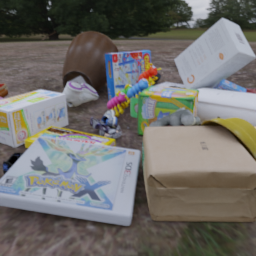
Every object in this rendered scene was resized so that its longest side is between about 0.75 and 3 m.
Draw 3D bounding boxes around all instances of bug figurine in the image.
[{"bbox_3d":[0.200,-1.443,10.548,2.188,0.726,2.822,-35,12,26],"label":"bug figurine"}]

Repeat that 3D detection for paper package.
[{"bbox_3d":[1.326,0.826,5.739,2.034,1.104,2.134,0,22,0],"label":"paper package"}]

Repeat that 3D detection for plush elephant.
[{"bbox_3d":[1.400,0.154,7.366,1.201,1.129,1.458,-13,10,26],"label":"plush elephant"}]

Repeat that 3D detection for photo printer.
[{"bbox_3d":[3.252,-0.726,9.851,2.737,0.950,2.277,13,24,29],"label":"photo printer"}]

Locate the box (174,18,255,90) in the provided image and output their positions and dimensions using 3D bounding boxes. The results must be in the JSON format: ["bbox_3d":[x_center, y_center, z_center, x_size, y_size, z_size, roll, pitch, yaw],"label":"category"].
[{"bbox_3d":[3.196,-2.614,10.638,1.196,1.526,2.454,0,-26,-40],"label":"box"}]

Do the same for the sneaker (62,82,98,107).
[{"bbox_3d":[-1.999,-1.320,11.430,0.743,0.988,1.984,45,19,22],"label":"sneaker"}]

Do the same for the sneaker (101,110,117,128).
[{"bbox_3d":[-0.696,-0.342,9.559,0.466,0.422,1.094,3,19,-18],"label":"sneaker"}]

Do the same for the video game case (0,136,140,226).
[{"bbox_3d":[-1.090,0.950,5.904,2.569,0.283,2.342,8,25,3],"label":"video game case"}]

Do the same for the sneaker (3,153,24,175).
[{"bbox_3d":[-2.530,0.770,6.736,0.426,0.473,1.214,5,22,14],"label":"sneaker"}]

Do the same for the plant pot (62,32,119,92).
[{"bbox_3d":[-1.954,-2.727,13.266,2.717,2.717,2.907,3,38,8],"label":"plant pot"}]

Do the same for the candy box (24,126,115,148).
[{"bbox_3d":[-1.623,0.436,7.812,2.292,0.303,1.172,10,28,24],"label":"candy box"}]

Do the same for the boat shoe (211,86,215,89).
[{"bbox_3d":[3.583,-2.113,13.196,0.841,1.008,2.701,-17,18,-1],"label":"boat shoe"}]

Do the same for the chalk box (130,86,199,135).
[{"bbox_3d":[1.040,-0.524,8.864,2.153,1.339,1.333,7,22,19],"label":"chalk box"}]

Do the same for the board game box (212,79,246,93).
[{"bbox_3d":[3.827,-1.370,10.982,0.979,0.237,1.295,24,-18,-3],"label":"board game box"}]

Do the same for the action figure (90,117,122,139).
[{"bbox_3d":[-0.676,0.051,8.580,1.180,0.409,0.768,28,21,38],"label":"action figure"}]

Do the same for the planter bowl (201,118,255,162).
[{"bbox_3d":[2.470,0.261,6.340,0.670,1.608,1.608,-39,33,-11],"label":"planter bowl"}]

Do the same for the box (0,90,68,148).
[{"bbox_3d":[-3.108,-0.378,8.769,1.230,1.109,2.188,13,25,29],"label":"box"}]

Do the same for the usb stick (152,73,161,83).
[{"bbox_3d":[1.254,-2.657,14.555,0.656,0.386,2.365,-37,-6,16],"label":"usb stick"}]

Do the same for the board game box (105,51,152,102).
[{"bbox_3d":[0.066,-2.239,12.163,2.026,2.069,0.578,-16,20,-33],"label":"board game box"}]

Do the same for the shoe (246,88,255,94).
[{"bbox_3d":[5.795,-1.547,12.674,0.946,0.430,0.338,14,25,31],"label":"shoe"}]

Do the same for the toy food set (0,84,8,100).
[{"bbox_3d":[-5.309,-1.036,10.822,1.564,0.387,2.460,-13,34,8],"label":"toy food set"}]

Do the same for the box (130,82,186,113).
[{"bbox_3d":[1.434,-1.156,11.175,1.514,0.780,2.596,16,26,37],"label":"box"}]
